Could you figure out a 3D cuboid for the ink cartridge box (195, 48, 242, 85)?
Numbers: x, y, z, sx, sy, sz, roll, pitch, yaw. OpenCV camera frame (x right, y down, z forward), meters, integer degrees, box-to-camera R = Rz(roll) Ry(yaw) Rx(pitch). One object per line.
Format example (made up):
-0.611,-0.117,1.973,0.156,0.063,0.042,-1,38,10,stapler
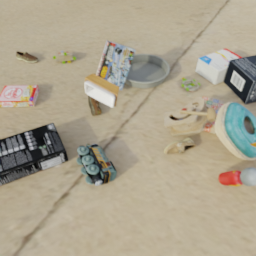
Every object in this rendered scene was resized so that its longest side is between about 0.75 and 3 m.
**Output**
4.810,-3.178,14.052,2.445,0.822,1.420,-24,50,-23,ink cartridge box

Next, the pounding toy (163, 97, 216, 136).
2.250,-0.633,10.517,2.240,1.285,1.281,-11,44,39,pounding toy

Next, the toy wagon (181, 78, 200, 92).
2.925,-2.097,13.421,0.770,0.196,0.992,-23,49,-22,toy wagon

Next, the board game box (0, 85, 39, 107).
-4.922,-1.435,12.630,1.546,0.358,1.171,-2,45,-2,board game box

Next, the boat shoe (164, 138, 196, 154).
1.930,0.728,10.388,1.280,0.456,0.413,-19,47,-20,boat shoe

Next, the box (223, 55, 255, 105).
6.023,-2.327,12.848,2.442,1.307,1.812,-13,46,-13,box

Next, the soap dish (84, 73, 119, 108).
-0.825,-1.203,8.989,1.160,0.913,0.471,29,71,4,soap dish

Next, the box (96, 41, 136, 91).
-0.602,-2.732,12.441,1.331,1.943,0.388,9,23,-30,box

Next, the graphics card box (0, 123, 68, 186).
-3.676,0.899,10.058,2.646,0.673,1.660,-21,48,-18,graphics card box

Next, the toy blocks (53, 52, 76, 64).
-3.438,-3.859,15.027,1.165,0.582,0.796,-9,34,-10,toy blocks

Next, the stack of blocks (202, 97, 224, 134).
3.367,-0.565,11.671,0.928,0.472,1.611,16,47,16,stack of blocks

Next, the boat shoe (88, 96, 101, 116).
-1.462,-1.016,12.201,0.431,0.456,1.268,-8,54,-15,boat shoe

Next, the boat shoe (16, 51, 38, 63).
-5.431,-3.808,14.941,1.286,0.476,0.475,11,46,11,boat shoe

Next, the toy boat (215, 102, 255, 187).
3.948,0.645,9.488,2.459,1.359,2.925,34,60,-27,toy boat

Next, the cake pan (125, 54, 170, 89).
0.742,-2.828,13.949,2.614,0.479,2.614,0,45,0,cake pan

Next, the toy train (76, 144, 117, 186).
-1.135,1.237,9.739,1.021,0.763,1.792,-10,42,-27,toy train
